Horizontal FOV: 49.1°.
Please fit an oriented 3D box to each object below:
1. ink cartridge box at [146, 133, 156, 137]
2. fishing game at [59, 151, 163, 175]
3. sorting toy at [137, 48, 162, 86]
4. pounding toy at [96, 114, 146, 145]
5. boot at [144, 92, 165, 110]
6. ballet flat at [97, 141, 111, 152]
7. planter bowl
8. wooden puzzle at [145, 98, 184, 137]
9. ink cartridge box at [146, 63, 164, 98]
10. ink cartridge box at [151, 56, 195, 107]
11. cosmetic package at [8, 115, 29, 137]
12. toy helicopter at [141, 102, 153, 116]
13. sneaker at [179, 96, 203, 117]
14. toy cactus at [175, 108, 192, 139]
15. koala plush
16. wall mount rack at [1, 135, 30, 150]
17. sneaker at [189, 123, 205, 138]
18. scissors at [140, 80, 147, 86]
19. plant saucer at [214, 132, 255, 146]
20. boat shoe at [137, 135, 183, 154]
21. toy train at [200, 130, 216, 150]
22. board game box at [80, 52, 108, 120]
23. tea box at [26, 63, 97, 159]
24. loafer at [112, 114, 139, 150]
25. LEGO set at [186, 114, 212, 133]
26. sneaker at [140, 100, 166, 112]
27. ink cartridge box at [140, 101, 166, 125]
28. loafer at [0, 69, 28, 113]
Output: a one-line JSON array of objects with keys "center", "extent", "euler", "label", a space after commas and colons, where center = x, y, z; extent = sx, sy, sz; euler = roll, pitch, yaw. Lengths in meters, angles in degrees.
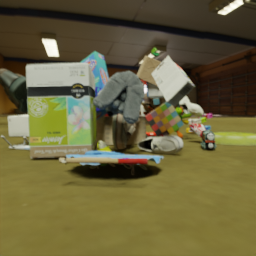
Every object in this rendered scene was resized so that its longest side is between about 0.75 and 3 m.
[{"center": [0.542, 0.068, 14.143], "extent": [2.570, 0.644, 2.085], "euler": [-3, 4, 1], "label": "ink cartridge box"}, {"center": [-0.294, 0.729, 5.873], "extent": [2.054, 0.446, 2.869], "euler": [1, -4, 6], "label": "fishing game"}, {"center": [0.862, -2.054, 9.341], "extent": [0.823, 1.114, 0.164], "euler": [23, 8, -5], "label": "sorting toy"}, {"center": [-0.215, -0.182, 11.272], "extent": [2.104, 1.496, 1.937], "euler": [-2, 4, -22], "label": "pounding toy"}, {"center": [1.251, -1.124, 11.469], "extent": [1.311, 0.958, 0.460], "euler": [24, -21, -11], "label": "boot"}, {"center": [-0.758, 0.573, 8.267], "extent": [0.363, 0.364, 1.087], "euler": [-16, 7, -11], "label": "ballet flat"}, {"center": [-0.621, -1.017, 13.675], "extent": [2.782, 2.782, 1.159], "euler": [0, 48, 6], "label": "planter bowl"}, {"center": [1.175, -0.216, 9.015], "extent": [0.960, 1.619, 0.114], "euler": [-34, 14, -4], "label": "wooden puzzle"}, {"center": [1.061, -1.679, 10.278], "extent": [0.681, 1.162, 1.586], "euler": [-3, 4, 8], "label": "ink cartridge box"}, {"center": [1.170, -1.288, 7.560], "extent": [0.348, 0.753, 1.383], "euler": [27, 28, -35], "label": "ink cartridge box"}, {"center": [-4.858, -0.192, 14.431], "extent": [1.310, 1.033, 2.434], "euler": [1, 7, 16], "label": "cosmetic package"}, {"center": [0.751, -0.669, 10.570], "extent": [0.634, 0.378, 0.959], "euler": [42, -1, 37], "label": "toy helicopter"}, {"center": [2.583, -0.751, 11.703], "extent": [1.411, 0.624, 0.531], "euler": [33, -46, -23], "label": "sneaker"}, {"center": [1.996, -0.099, 12.851], "extent": [2.335, 1.194, 1.927], "euler": [-39, 1, -32], "label": "toy cactus"}, {"center": [-0.260, -0.785, 7.852], "extent": [1.280, 1.326, 1.443], "euler": [26, -16, -9], "label": "koala plush"}, {"center": [-3.354, 0.461, 9.039], "extent": [1.350, 0.503, 1.173], "euler": [0, 3, 14], "label": "wall mount rack"}, {"center": [2.695, 0.134, 10.830], "extent": [0.591, 0.374, 1.050], "euler": [12, 24, -7], "label": "sneaker"}, {"center": [0.812, -1.770, 11.600], "extent": [0.084, 0.439, 1.199], "euler": [26, 19, -38], "label": "scissors"}, {"center": [4.248, 0.402, 11.232], "extent": [2.255, 0.350, 2.255], "euler": [-1, 4, 0], "label": "plant saucer"}, {"center": [0.901, 0.500, 8.280], "extent": [0.511, 0.560, 1.556], "euler": [-11, 10, -39], "label": "boat shoe"}, {"center": [2.642, 0.393, 9.250], "extent": [0.456, 0.610, 1.071], "euler": [0, 3, 9], "label": "toy train"}, {"center": [-1.487, -1.385, 10.436], "extent": [1.781, 2.342, 0.527], "euler": [-29, -28, 30], "label": "board game box"}, {"center": [-1.818, -0.486, 8.303], "extent": [1.663, 2.448, 2.488], "euler": [-3, 3, -3], "label": "tea box"}, {"center": [0.035, -0.488, 9.460], "extent": [0.871, 2.770, 0.996], "euler": [0, -41, 8], "label": "loafer"}, {"center": [3.826, -0.144, 15.657], "extent": [1.026, 0.953, 2.499], "euler": [-1, 9, 35], "label": "LEGO set"}, {"center": [1.068, -1.407, 12.982], "extent": [1.626, 0.939, 0.657], "euler": [-14, 21, 17], "label": "sneaker"}, {"center": [1.172, -0.590, 12.549], "extent": [1.126, 0.651, 1.937], "euler": [-8, -12, 5], "label": "ink cartridge box"}, {"center": [-3.708, -1.287, 9.524], "extent": [0.850, 0.971, 2.702], "euler": [38, -16, -2], "label": "loafer"}]
